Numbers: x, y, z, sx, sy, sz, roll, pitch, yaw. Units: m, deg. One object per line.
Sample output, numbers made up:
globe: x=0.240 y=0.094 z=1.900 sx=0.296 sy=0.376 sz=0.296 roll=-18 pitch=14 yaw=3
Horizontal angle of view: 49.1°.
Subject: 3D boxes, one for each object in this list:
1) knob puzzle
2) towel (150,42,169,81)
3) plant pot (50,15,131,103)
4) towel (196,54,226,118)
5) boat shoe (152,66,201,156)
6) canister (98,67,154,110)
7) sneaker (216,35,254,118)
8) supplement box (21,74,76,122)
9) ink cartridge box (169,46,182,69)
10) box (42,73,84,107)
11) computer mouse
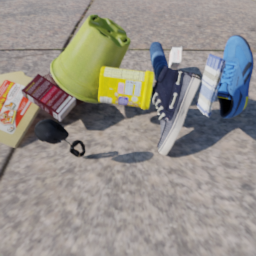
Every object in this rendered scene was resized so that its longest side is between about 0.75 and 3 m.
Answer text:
knob puzzle: x=-4.538 y=-0.810 z=10.255 sx=3.193 sy=0.443 sz=3.193 roll=-3 pitch=66 yaw=7
towel: x=1.399 y=-2.599 z=12.182 sx=0.685 sy=1.576 sz=2.823 roll=-14 pitch=35 yaw=9
plant pot: x=-1.147 y=-2.521 z=9.808 sx=2.471 sy=2.271 sz=2.471 roll=23 pitch=39 yaw=-20
towel: x=2.423 y=-1.280 z=8.337 sx=0.203 sy=1.704 sz=1.251 roll=9 pitch=20 yaw=-4
boat shoe: x=1.215 y=-0.616 z=9.087 sx=1.307 sy=2.820 sz=1.053 roll=23 pitch=-5 yaw=3
canister: x=-0.087 y=-1.306 z=9.080 sx=1.661 sy=1.234 sz=0.719 roll=7 pitch=25 yaw=-1
sneaker: x=3.700 y=-1.724 z=9.976 sx=1.156 sy=2.949 sz=0.972 roll=-25 pitch=30 yaw=-34
supplement box: x=-2.710 y=-1.041 z=9.614 sx=1.614 sy=0.491 sz=0.878 roll=34 pitch=66 yaw=4
ink cartridge box: x=1.534 y=-2.294 z=9.141 sx=0.294 sy=0.507 sz=0.870 roll=3 pitch=-6 yaw=0
box: x=-2.393 y=-1.620 z=11.133 sx=1.483 sy=1.217 sz=1.230 roll=-27 pitch=43 yaw=-8
computer mouse: x=-1.809 y=0.434 z=7.937 sx=0.688 sy=2.346 sz=0.399 roll=-36 pitch=58 yaw=4
